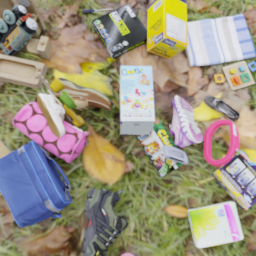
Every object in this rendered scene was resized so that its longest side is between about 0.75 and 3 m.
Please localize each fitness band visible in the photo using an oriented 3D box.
[{"bbox_3d":[3.375,0.522,10.226,0.348,1.334,1.857,29,55,-27],"label":"fitness band"}]

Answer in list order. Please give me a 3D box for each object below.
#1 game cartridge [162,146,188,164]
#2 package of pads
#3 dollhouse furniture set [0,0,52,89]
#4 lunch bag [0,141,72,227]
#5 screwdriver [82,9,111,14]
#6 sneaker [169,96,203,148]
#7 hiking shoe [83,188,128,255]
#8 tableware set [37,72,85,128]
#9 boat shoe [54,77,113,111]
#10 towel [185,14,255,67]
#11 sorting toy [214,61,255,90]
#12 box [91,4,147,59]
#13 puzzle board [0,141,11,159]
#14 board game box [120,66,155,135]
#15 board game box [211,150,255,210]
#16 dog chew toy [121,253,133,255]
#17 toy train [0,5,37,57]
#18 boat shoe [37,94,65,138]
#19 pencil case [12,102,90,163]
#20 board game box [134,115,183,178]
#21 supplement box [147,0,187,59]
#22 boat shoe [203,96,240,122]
[{"bbox_3d":[1.661,0.940,9.970,0.920,0.188,0.612,19,36,-17],"label":"game cartridge"},{"bbox_3d":[3.010,3.380,9.734,1.670,0.569,1.290,-12,80,3],"label":"package of pads"},{"bbox_3d":[-4.581,-3.549,10.833,2.767,2.371,2.910,13,75,4],"label":"dollhouse furniture set"},{"bbox_3d":[-3.076,1.917,9.538,1.822,1.871,2.754,-32,79,-8],"label":"lunch bag"},{"bbox_3d":[-1.363,-5.150,12.268,1.425,0.207,0.199,1,103,17],"label":"screwdriver"},{"bbox_3d":[1.960,-0.207,10.559,0.926,1.018,2.303,22,43,-32],"label":"sneaker"},{"bbox_3d":[-0.738,3.565,9.457,1.502,1.130,2.984,1,82,-5],"label":"hiking shoe"},{"bbox_3d":[-2.098,-0.809,9.829,0.434,2.829,1.906,-40,71,-13],"label":"tableware set"},{"bbox_3d":[-1.832,-1.112,10.963,2.529,0.957,0.934,22,80,14],"label":"boat shoe"},{"bbox_3d":[3.795,-3.755,11.955,2.934,0.349,2.155,-8,75,-3],"label":"towel"},{"bbox_3d":[4.558,-2.186,11.544,1.988,0.271,1.119,-18,75,-5],"label":"sorting toy"},{"bbox_3d":[-0.311,-4.165,12.011,1.863,0.458,1.929,-28,76,-7],"label":"box"},{"bbox_3d":[-5.163,1.497,10.570,1.356,0.157,1.800,43,79,10],"label":"puzzle board"},{"bbox_3d":[0.293,-1.027,10.542,1.219,1.197,2.324,1,65,-2],"label":"board game box"},{"bbox_3d":[4.184,1.899,10.282,1.409,0.483,1.705,-38,78,-8],"label":"board game box"},{"bbox_3d":[-0.169,4.600,8.788,1.149,1.845,1.149,1,93,17],"label":"dog chew toy"},{"bbox_3d":[-4.514,-3.810,11.079,1.279,2.244,0.956,49,38,-21],"label":"toy train"},{"bbox_3d":[-2.592,-0.531,9.988,0.725,0.741,2.093,-13,53,-30],"label":"boat shoe"},{"bbox_3d":[-2.874,0.084,10.432,2.785,1.264,1.304,30,104,8],"label":"pencil case"},{"bbox_3d":[1.148,0.682,10.753,1.160,0.260,2.214,-30,76,-10],"label":"board game box"},{"bbox_3d":[1.576,-4.151,11.431,1.175,1.182,2.159,11,72,-28],"label":"supplement box"},{"bbox_3d":[3.725,-0.842,11.068,1.586,0.452,0.530,36,77,10],"label":"boat shoe"}]
